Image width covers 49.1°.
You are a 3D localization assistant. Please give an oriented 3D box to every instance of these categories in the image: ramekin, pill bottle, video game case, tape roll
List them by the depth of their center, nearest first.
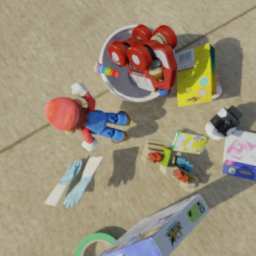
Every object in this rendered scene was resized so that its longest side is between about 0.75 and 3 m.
[{"bbox_3d":[0.658,3.118,8.086,2.513,2.773,0.630,-19,74,-47],"label":"video game case"},{"bbox_3d":[-0.985,4.429,9.450,1.668,0.401,1.668,0,69,0],"label":"tape roll"},{"bbox_3d":[0.290,-2.365,11.066,2.898,1.521,2.898,1,85,-8],"label":"ramekin"},{"bbox_3d":[3.120,-2.123,11.564,1.041,1.041,1.854,-9,70,-3],"label":"pill bottle"}]

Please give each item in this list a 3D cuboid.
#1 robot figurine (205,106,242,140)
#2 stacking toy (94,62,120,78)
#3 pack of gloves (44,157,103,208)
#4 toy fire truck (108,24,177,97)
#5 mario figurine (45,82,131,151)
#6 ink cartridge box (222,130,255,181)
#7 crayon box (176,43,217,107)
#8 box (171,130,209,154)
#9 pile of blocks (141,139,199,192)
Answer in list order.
[{"bbox_3d":[3.609,-0.165,10.566,1.422,1.069,0.887,-47,47,18],"label":"robot figurine"},{"bbox_3d":[-0.683,-1.905,9.394,0.859,0.367,0.367,20,71,8],"label":"stacking toy"},{"bbox_3d":[-1.807,1.945,9.808,1.715,0.403,2.041,-9,41,43],"label":"pack of gloves"},{"bbox_3d":[0.716,-2.246,9.962,1.543,2.310,2.751,-41,38,-19],"label":"toy fire truck"},{"bbox_3d":[-1.455,-0.357,9.693,2.982,1.580,1.840,16,52,-35],"label":"mario figurine"},{"bbox_3d":[4.603,1.052,10.733,1.771,0.391,1.804,12,68,4],"label":"ink cartridge box"},{"bbox_3d":[2.621,-1.944,10.844,1.434,0.574,2.259,-7,76,38],"label":"crayon box"},{"bbox_3d":[1.916,0.446,8.547,1.060,0.256,0.622,11,111,-18],"label":"box"},{"bbox_3d":[1.658,1.311,9.706,2.637,0.819,1.082,35,94,-18],"label":"pile of blocks"}]
